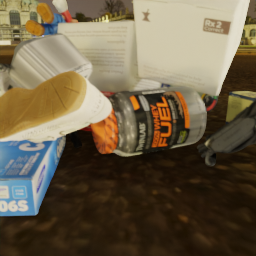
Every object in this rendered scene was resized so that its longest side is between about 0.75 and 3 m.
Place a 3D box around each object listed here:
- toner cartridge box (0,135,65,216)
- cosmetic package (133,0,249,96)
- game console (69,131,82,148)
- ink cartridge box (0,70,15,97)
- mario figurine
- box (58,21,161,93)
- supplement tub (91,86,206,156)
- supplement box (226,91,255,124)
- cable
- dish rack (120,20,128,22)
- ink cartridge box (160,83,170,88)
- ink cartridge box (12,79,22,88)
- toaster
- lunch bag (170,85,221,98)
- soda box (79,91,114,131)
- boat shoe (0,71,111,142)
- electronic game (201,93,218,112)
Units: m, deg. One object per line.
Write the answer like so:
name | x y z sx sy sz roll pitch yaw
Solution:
toner cartridge box | -2.064 0.545 5.240 1.365 0.620 2.873 -1 18 -4
cosmetic package | 1.753 -2.730 7.384 2.262 2.264 2.744 18 52 21
game console | -1.390 0.041 6.689 0.177 0.866 1.468 -22 4 -15
ink cartridge box | -3.837 -0.952 8.008 1.106 1.515 0.637 -4 32 6
mario figurine | -2.666 -3.710 9.897 1.577 1.354 2.554 -9 8 15
box | -0.555 -2.131 9.850 2.876 2.476 2.890 9 7 26
supplement tub | 0.420 -0.160 6.184 2.286 1.400 1.400 -9 20 -22
supplement box | 3.359 -0.474 7.823 0.645 0.960 0.961 -8 20 -26
cable | 2.436 -0.086 5.656 0.582 2.293 1.871 51 16 8
dish rack | 0.570 -3.893 11.365 2.215 0.604 1.699 -10 7 -14
ink cartridge box | 1.909 -2.603 11.667 1.116 2.374 0.525 11 12 -40
ink cartridge box | -3.525 -1.280 9.499 0.834 0.671 0.209 23 50 -3
toaster | -1.923 -1.451 7.071 1.394 1.227 2.159 42 36 4
lunch bag | 2.495 -1.682 10.574 1.860 1.134 1.584 7 -11 11
soda box | -1.237 -0.519 7.928 2.697 0.855 0.944 8 32 23
boat shoe | -1.467 -0.158 4.805 2.760 0.977 0.957 -6 -23 38
electronic game | 2.636 -0.900 9.198 0.160 0.770 0.770 14 10 -28
